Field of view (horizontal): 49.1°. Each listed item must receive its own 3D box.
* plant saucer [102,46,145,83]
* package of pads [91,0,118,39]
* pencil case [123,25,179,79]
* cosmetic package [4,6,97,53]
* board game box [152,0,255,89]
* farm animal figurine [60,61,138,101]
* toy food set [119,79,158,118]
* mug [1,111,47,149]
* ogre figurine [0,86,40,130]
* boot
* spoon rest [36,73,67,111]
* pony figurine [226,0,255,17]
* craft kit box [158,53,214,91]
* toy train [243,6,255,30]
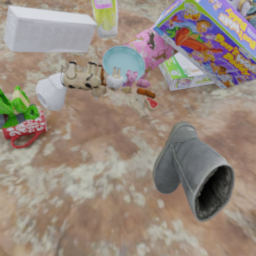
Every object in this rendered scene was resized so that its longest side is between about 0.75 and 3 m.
[{"bbox_3d":[-0.108,-1.394,6.271,0.965,0.173,0.965,5,66,-11],"label":"plant saucer"},{"bbox_3d":[-0.760,-4.279,9.256,0.734,2.152,1.663,-3,50,4],"label":"package of pads"},{"bbox_3d":[1.146,-2.570,8.369,2.826,1.170,1.223,-32,99,-14],"label":"pencil case"},{"bbox_3d":[-2.255,-2.881,8.373,2.579,1.064,0.653,-13,56,-43],"label":"cosmetic package"},{"bbox_3d":[2.079,-2.101,6.815,2.612,1.756,0.585,36,75,-15],"label":"board game box"},{"bbox_3d":[-0.564,-0.834,5.273,1.059,0.659,1.311,4,9,-43],"label":"farm animal figurine"},{"bbox_3d":[0.319,-0.953,7.463,0.936,0.232,1.473,-20,59,-29],"label":"toy food set"},{"bbox_3d":[-3.330,-0.001,9.113,1.296,1.151,0.865,-9,16,-12],"label":"mug"},{"bbox_3d":[-2.681,-0.251,5.286,1.278,1.046,2.131,-27,10,4],"label":"ogre figurine"},{"bbox_3d":[1.190,1.051,5.585,0.815,2.043,2.247,4,24,-13],"label":"boot"},{"bbox_3d":[-2.030,-1.014,7.657,0.598,1.972,0.980,-41,100,-27],"label":"spoon rest"},{"bbox_3d":[3.254,-3.626,8.440,1.740,2.017,2.089,-15,86,-1],"label":"pony figurine"},{"bbox_3d":[2.649,-2.932,11.350,2.930,0.720,2.967,-9,53,-10],"label":"craft kit box"},{"bbox_3d":[3.262,-2.578,6.595,1.395,0.594,0.795,1,45,53],"label":"toy train"}]
